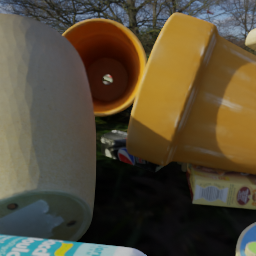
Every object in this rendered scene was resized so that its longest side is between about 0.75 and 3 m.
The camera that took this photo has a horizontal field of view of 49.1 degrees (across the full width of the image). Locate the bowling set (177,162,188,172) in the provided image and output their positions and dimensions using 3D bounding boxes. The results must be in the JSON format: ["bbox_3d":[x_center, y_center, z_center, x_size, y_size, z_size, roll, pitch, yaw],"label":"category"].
[{"bbox_3d":[1.295,0.544,5.906,0.573,0.442,0.823,-3,21,-12],"label":"bowling set"}]

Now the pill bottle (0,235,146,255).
[{"bbox_3d":[-0.518,1.426,1.994,2.102,1.164,1.164,2,18,7],"label":"pill bottle"}]

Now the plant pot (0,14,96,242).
[{"bbox_3d":[-1.534,0.231,3.908,2.665,2.665,2.846,-7,41,-21],"label":"plant pot"}]

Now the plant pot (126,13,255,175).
[{"bbox_3d":[1.409,-0.313,4.424,2.164,2.364,2.364,20,22,11],"label":"plant pot"}]

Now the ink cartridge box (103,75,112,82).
[{"bbox_3d":[-0.639,-2.482,13.612,2.203,0.552,1.773,26,1,-31],"label":"ink cartridge box"}]

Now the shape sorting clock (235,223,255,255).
[{"bbox_3d":[2.301,1.553,2.765,2.330,0.457,2.330,0,18,0],"label":"shape sorting clock"}]

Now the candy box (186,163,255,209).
[{"bbox_3d":[1.887,0.899,4.694,1.688,0.467,0.975,5,19,5],"label":"candy box"}]

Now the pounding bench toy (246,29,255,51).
[{"bbox_3d":[3.740,-0.826,6.302,2.206,2.828,1.757,-3,18,-8],"label":"pounding bench toy"}]

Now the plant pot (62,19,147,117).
[{"bbox_3d":[-0.873,-1.881,9.829,2.968,2.968,2.717,0,2,1],"label":"plant pot"}]

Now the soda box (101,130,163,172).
[{"bbox_3d":[0.107,0.466,6.101,1.498,0.474,0.530,13,25,37],"label":"soda box"}]

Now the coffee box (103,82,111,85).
[{"bbox_3d":[-1.536,-1.601,12.247,0.966,0.673,1.689,11,21,31],"label":"coffee box"}]
